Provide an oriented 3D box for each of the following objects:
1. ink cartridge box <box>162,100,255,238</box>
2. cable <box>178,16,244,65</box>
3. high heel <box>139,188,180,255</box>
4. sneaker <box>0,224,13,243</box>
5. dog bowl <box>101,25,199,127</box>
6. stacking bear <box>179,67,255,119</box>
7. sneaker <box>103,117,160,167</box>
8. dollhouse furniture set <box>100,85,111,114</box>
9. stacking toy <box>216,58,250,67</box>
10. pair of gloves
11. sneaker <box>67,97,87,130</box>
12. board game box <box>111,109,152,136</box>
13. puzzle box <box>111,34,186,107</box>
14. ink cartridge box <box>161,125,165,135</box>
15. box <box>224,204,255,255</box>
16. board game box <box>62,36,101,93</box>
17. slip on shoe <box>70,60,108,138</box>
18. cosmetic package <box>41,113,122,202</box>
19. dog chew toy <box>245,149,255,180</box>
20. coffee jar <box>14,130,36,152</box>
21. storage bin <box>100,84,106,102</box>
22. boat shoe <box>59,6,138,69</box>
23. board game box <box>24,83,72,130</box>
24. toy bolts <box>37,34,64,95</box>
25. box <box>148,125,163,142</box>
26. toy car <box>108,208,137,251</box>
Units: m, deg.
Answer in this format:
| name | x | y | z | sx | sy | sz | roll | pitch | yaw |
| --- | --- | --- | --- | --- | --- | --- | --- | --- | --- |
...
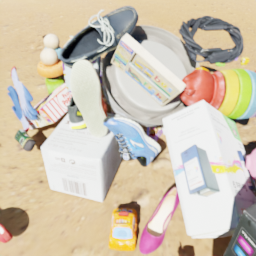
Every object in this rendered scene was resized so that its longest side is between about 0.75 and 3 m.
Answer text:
| name | x | y | z | sx | sy | sz | roll | pitch | yaw |
| --- | --- | --- | --- | --- | --- | --- | --- | --- | --- |
| ink cartridge box | 1.937 | 0.988 | 6.239 | 1.153 | 1.915 | 2.635 | -25 | 59 | 33 |
| cable | 2.323 | -2.460 | 7.762 | 1.952 | 0.496 | 1.593 | -19 | 65 | -22 |
| high heel | 0.748 | 2.127 | 6.506 | 0.549 | 0.781 | 1.629 | 26 | 46 | 29 |
| sneaker | -3.450 | 2.479 | 6.333 | 1.665 | 0.652 | 0.962 | 10 | 47 | 32 |
| dog bowl | 0.572 | -1.346 | 7.758 | 2.904 | 0.852 | 2.904 | 5 | 72 | -16 |
| stacking bear | 2.412 | -0.905 | 6.894 | 2.335 | 1.328 | 1.418 | 4 | 17 | -8 |
| sneaker | 0.052 | 0.364 | 6.740 | 0.692 | 1.762 | 0.786 | -2 | 53 | 54 |
| dollhouse furniture set | -0.983 | -0.705 | 9.603 | 1.397 | 1.284 | 0.909 | 11 | 29 | -42 |
| stacking toy | 4.913 | -3.471 | 13.723 | 1.624 | 0.382 | 1.225 | -4 | 39 | -4 |
| pair of gloves | -3.221 | -0.765 | 8.452 | 0.233 | 2.046 | 1.645 | -20 | 80 | -32 |
| sneaker | -1.152 | -0.684 | 7.475 | 0.642 | 0.730 | 1.725 | -2 | 36 | 9 |
| board game box | 0.399 | -1.073 | 8.937 | 1.138 | 1.873 | 2.350 | 12 | 42 | 15 |
| puzzle box | 0.426 | -1.302 | 6.676 | 1.778 | 1.183 | 0.226 | 40 | 70 | -3 |
| ink cartridge box | 1.650 | -0.086 | 9.238 | 1.084 | 0.362 | 0.628 | 4 | 52 | -22 |
| box | 2.881 | 2.349 | 4.686 | 2.018 | 2.717 | 1.689 | -19 | 43 | -22 |
| board game box | -1.228 | -1.823 | 7.775 | 0.882 | 0.898 | 1.712 | -2 | 39 | -2 |
| slip on shoe | -0.883 | -0.695 | 6.680 | 0.701 | 1.892 | 0.579 | -11 | 26 | 9 |
| cosmetic package | -1.125 | 0.671 | 7.658 | 1.580 | 1.570 | 1.888 | 9 | 38 | 12 |
| dog chew toy | 3.524 | 0.840 | 5.757 | 2.049 | 1.276 | 1.276 | 5 | 39 | 19 |
| coffee jar | -3.083 | 0.384 | 8.389 | 0.751 | 0.392 | 0.321 | 37 | 10 | 35 |
| storage bin | -1.626 | -1.327 | 10.820 | 1.267 | 0.594 | 1.258 | -20 | 44 | -28 |
| boat shoe | -0.669 | -2.130 | 6.426 | 2.109 | 0.790 | 0.652 | -31 | 1 | 2 |
| board game box | -2.330 | -0.789 | 9.010 | 1.827 | 0.559 | 2.412 | -48 | 21 | -29 |
| toy bolts | -2.738 | -2.884 | 11.889 | 2.426 | 1.762 | 2.540 | -16 | 42 | -19 |
| box | 0.712 | -0.291 | 9.789 | 1.325 | 0.379 | 1.936 | 20 | 43 | 21 |
| toy car | 0.534 | 2.369 | 6.250 | 2.223 | 0.740 | 1.091 | 13 | 41 | 17 |
